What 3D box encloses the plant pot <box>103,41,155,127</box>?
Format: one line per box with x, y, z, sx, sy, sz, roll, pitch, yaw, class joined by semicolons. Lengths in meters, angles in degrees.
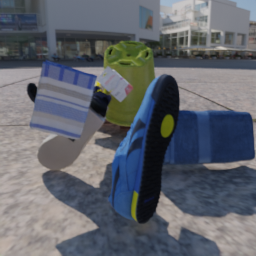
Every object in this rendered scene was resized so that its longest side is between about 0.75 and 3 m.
0.032;-1.711;10.014;2.471;2.271;2.471;-1;47;2;plant pot

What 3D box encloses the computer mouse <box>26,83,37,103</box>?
-3.300;-0.643;10.663;0.399;2.346;0.688;-26;-4;-27;computer mouse

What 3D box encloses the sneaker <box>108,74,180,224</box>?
0.179;0.360;5.558;1.156;2.949;0.972;19;11;40;sneaker

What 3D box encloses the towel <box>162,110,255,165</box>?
2.214;0.273;8.161;2.823;1.576;0.685;0;-1;-7;towel

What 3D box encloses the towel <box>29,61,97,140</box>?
-1.515;-0.571;6.442;1.251;1.704;0.203;15;24;-11;towel

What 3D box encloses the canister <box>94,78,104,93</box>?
-1.169;-0.876;9.019;0.719;1.234;1.661;11;22;-7;canister

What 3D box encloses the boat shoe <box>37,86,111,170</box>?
-1.449;0.029;7.890;1.053;2.820;1.307;41;31;-15;boat shoe

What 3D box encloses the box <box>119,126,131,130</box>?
0.406;-0.613;11.680;1.230;1.217;1.483;-9;3;-28;box

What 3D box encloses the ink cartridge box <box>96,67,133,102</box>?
-0.358;-1.158;7.326;0.870;0.507;0.294;41;11;-15;ink cartridge box
